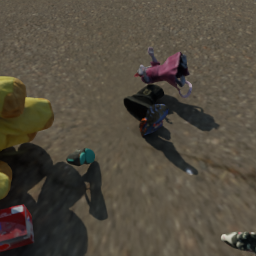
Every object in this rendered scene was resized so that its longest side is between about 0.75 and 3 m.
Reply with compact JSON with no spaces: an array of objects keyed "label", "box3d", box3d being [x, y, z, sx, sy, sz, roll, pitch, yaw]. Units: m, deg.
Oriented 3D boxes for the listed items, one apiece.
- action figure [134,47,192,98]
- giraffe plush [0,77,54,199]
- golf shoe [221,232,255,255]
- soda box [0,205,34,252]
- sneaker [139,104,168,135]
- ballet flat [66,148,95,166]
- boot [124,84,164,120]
[{"label":"action figure","box3d":[1.022,-1.702,8.686,1.818,1.354,1.218,-1,49,42]},{"label":"giraffe plush","box3d":[-3.063,0.460,5.697,2.545,2.950,2.392,-26,63,30]},{"label":"golf shoe","box3d":[2.101,2.026,5.023,0.432,0.981,0.379,-12,57,50]},{"label":"soda box","box3d":[-2.698,1.960,5.006,1.834,0.642,0.581,-11,57,-14]},{"label":"sneaker","box3d":[0.711,-0.239,7.223,0.477,1.216,0.458,-8,67,-29]},{"label":"ballet flat","box3d":[-1.088,0.649,6.355,0.388,0.385,1.133,-1,-4,9]},{"label":"boot","box3d":[0.711,-0.741,8.192,1.105,0.556,1.478,-29,49,-29]}]
